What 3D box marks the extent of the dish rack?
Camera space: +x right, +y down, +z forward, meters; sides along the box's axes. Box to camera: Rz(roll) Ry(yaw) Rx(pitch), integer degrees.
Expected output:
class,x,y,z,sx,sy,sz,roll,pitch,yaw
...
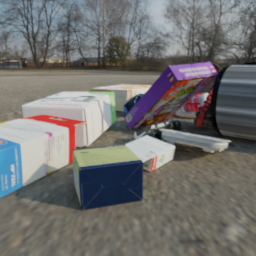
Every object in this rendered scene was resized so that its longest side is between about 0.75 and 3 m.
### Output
class,x,y,z,sx,sy,sz,roll,pitch,yaw
dish rack,1.714,0.342,7.224,1.624,0.354,1.394,10,2,30

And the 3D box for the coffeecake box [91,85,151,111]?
class,x,y,z,sx,sy,sz,roll,pitch,yaw
coffeecake box,-0.205,-1.648,14.753,2.229,1.061,2.905,8,16,31

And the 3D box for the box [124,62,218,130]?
class,x,y,z,sx,sy,sz,roll,pitch,yaw
box,1.352,-1.024,9.402,1.975,0.564,2.886,-15,-21,-37

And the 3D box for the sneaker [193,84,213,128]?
class,x,y,z,sx,sy,sz,roll,pitch,yaw
sneaker,3.280,-0.835,10.387,1.064,0.770,2.178,23,63,19

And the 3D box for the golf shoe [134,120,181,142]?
class,x,y,z,sx,sy,sz,roll,pitch,yaw
golf shoe,0.913,0.096,8.338,1.737,0.675,0.821,-11,17,-44

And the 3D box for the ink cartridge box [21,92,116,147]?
class,x,y,z,sx,sy,sz,roll,pitch,yaw
ink cartridge box,-1.755,-0.409,9.060,2.020,1.166,2.776,2,16,13

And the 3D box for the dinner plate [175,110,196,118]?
class,x,y,z,sx,sy,sz,roll,pitch,yaw
dinner plate,2.879,-0.716,12.601,2.209,0.268,2.209,1,13,0

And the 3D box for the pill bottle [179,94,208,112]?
class,x,y,z,sx,sy,sz,roll,pitch,yaw
pill bottle,2.828,-1.101,12.356,1.426,0.801,0.801,2,12,34

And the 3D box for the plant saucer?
class,x,y,z,sx,sy,sz,roll,pitch,yaw
plant saucer,3.450,-1.860,13.144,2.431,2.431,0.419,14,-6,46

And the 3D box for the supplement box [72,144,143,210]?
class,x,y,z,sx,sy,sz,roll,pitch,yaw
supplement box,-0.411,0.833,5.107,1.089,0.731,1.088,-4,14,-17

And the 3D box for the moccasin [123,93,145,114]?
class,x,y,z,sx,sy,sz,roll,pitch,yaw
moccasin,0.532,-1.064,12.606,0.715,0.843,2.096,-20,16,31

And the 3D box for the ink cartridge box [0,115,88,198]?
class,x,y,z,sx,sy,sz,roll,pitch,yaw
ink cartridge box,-2.298,0.423,6.268,1.606,0.930,2.764,10,16,26

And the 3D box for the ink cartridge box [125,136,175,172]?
class,x,y,z,sx,sy,sz,roll,pitch,yaw
ink cartridge box,0.336,0.636,6.451,0.838,0.387,1.539,21,25,33

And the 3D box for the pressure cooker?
class,x,y,z,sx,sy,sz,roll,pitch,yaw
pressure cooker,4.037,-0.700,8.316,2.616,2.336,2.300,11,35,38
